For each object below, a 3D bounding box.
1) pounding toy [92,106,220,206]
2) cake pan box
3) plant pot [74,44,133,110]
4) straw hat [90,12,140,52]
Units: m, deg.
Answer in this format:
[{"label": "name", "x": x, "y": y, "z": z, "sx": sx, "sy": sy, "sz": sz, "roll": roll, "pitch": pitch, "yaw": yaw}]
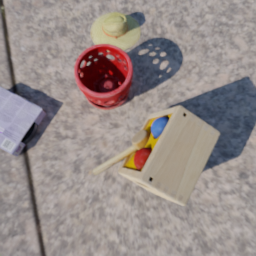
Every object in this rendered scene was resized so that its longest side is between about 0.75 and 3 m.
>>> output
[{"label": "pounding toy", "x": 0.686, "y": 0.853, "z": 8.860, "sx": 2.131, "sy": 2.998, "sz": 2.760, "roll": 32, "pitch": 78, "yaw": -13}, {"label": "cake pan box", "x": -4.346, "y": -0.245, "z": 10.180, "sx": 2.117, "sy": 0.554, "sz": 1.949, "roll": 26, "pitch": 77, "yaw": 9}, {"label": "plant pot", "x": -0.791, "y": -1.704, "z": 9.953, "sx": 1.953, "sy": 1.778, "sz": 1.953, "roll": -1, "pitch": 76, "yaw": 2}, {"label": "straw hat", "x": -0.523, "y": -4.125, "z": 11.214, "sx": 2.086, "sy": 0.883, "sz": 2.086, "roll": 0, "pitch": 74, "yaw": 0}]
